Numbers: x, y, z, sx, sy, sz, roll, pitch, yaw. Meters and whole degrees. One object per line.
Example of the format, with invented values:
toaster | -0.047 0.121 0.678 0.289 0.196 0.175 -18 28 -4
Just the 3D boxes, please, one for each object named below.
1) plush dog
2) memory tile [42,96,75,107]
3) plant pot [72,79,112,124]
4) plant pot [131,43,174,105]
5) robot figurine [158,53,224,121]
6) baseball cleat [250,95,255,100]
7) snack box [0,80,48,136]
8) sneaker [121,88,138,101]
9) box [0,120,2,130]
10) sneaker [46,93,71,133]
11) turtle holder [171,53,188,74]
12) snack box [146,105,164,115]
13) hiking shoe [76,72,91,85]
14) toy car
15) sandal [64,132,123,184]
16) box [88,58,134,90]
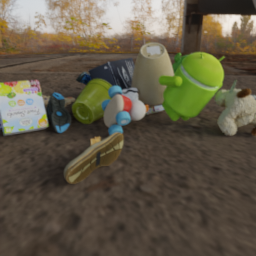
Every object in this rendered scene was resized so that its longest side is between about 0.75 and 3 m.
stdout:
plush dog | 3.926 -0.605 9.283 1.574 1.470 1.833 21 51 -20
memory tile | -3.733 -1.291 13.455 2.087 0.175 1.599 5 20 13
plant pot | -1.354 -0.884 10.592 1.477 1.477 1.422 9 37 25
plant pot | 1.025 -2.370 11.549 1.952 2.084 1.952 -3 53 4
robot figurine | 2.214 -1.429 9.692 2.294 2.614 1.512 -3 49 -32
baseball cleat | 5.917 -1.216 12.796 1.323 0.461 0.704 4 19 14
snack box | -3.539 -0.682 9.301 1.397 1.657 0.561 -12 -3 -29
sneaker | -0.232 -1.064 11.391 1.461 0.840 0.549 -15 -22 0
box | -4.394 -0.309 9.859 1.819 0.637 0.585 -4 20 -12
sneaker | -2.520 -0.404 9.973 0.690 0.772 1.884 17 35 -32
turtle holder | 3.148 -2.626 14.913 1.969 2.106 2.772 14 -15 -32
snack box | 1.228 -0.773 11.488 0.882 0.234 0.627 -14 -3 -34
hiking shoe | -1.978 -2.309 13.526 0.647 0.556 1.493 45 19 3
toy car | 0.024 -0.498 9.228 1.430 1.265 1.319 3 52 -28
sandal | -0.805 0.590 6.679 0.570 0.848 2.111 29 35 25
box | -0.541 -2.271 13.444 1.236 1.754 2.370 -14 9 32
